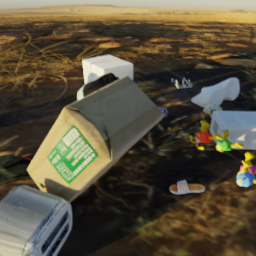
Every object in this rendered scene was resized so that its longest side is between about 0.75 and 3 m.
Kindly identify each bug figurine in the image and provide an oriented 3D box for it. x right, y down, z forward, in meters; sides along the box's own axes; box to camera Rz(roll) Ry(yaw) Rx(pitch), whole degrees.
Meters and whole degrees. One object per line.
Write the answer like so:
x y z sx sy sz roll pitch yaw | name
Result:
2.863 0.802 7.797 1.809 0.600 2.332 6 36 -46 | bug figurine

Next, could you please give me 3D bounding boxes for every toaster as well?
-2.048 2.066 5.753 1.329 1.169 2.057 12 28 14 | toaster

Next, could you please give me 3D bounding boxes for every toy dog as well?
3.577 -0.632 11.388 0.900 0.628 0.872 46 11 13 | toy dog

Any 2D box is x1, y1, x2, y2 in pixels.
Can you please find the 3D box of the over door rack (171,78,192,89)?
2.933 -2.523 15.413 0.809 0.365 1.095 -6 33 -13 | over door rack

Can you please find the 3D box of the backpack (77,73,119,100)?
-1.161 -1.246 11.590 1.833 1.628 1.380 -32 4 -34 | backpack

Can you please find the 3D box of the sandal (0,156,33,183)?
-3.012 1.093 7.905 2.124 0.508 0.799 -1 61 -8 | sandal

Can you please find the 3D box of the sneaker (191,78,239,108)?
4.187 -1.723 13.358 2.903 1.092 1.284 -24 24 -36 | sneaker

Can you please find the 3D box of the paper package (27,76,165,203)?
-0.835 0.373 7.083 1.451 2.804 2.673 47 40 3 | paper package

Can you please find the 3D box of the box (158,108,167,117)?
1.209 -0.635 11.850 0.852 0.274 0.299 -2 49 -3 | box

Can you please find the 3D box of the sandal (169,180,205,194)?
1.610 1.572 7.636 0.978 0.280 0.375 -3 27 -5 | sandal

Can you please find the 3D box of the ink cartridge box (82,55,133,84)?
-1.113 -2.573 14.167 1.630 1.673 2.603 -18 31 -28 | ink cartridge box

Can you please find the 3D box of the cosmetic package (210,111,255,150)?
4.348 0.071 9.844 2.574 0.917 1.306 1 27 2 | cosmetic package
